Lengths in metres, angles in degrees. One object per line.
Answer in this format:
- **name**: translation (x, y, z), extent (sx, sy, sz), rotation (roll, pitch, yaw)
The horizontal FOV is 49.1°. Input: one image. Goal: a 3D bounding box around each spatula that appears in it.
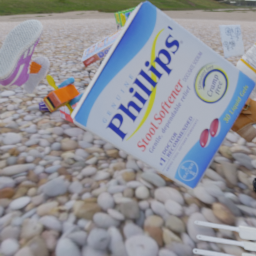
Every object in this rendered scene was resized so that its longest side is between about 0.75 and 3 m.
- **spatula**: translation (2.286, 2.582, 6.343), extent (1.586, 0.127, 1.103), rotation (5, 34, 12)

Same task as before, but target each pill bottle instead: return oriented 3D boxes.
- **pill bottle**: translation (3.946, -1.833, 7.934), extent (1.271, 2.254, 1.271), rotation (33, 26, -18)

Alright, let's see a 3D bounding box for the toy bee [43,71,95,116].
- **toy bee**: translation (-1.647, -0.793, 7.675), extent (1.117, 1.345, 2.054), rotation (-31, -13, 32)

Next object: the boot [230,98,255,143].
- **boot**: translation (3.265, -0.569, 7.330), extent (1.275, 1.643, 0.630), rotation (49, 12, 17)

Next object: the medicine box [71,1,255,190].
- **medicine box**: translation (0.668, -0.593, 6.057), extent (2.893, 2.635, 1.489), rotation (31, 0, -15)

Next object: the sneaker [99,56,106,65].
- **sneaker**: translation (-0.373, -2.522, 10.948), extent (1.209, 0.781, 2.229), rotation (-43, 30, 2)

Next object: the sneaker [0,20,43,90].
- **sneaker**: translation (-3.500, -2.352, 9.243), extent (0.858, 1.351, 2.369), rotation (28, 75, 12)

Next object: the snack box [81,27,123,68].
- **snack box**: translation (-0.573, -3.442, 11.186), extent (2.926, 0.356, 1.052), rotation (-24, 37, 21)

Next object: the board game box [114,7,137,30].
- **board game box**: translation (0.424, -4.112, 12.965), extent (1.791, 2.661, 0.387), rotation (-32, 31, -33)

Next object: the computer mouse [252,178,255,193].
- **computer mouse**: translation (4.554, 1.652, 7.772), extent (2.165, 0.498, 1.520), rotation (-20, 32, -20)

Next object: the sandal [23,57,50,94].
- **sandal**: translation (-3.439, -2.023, 10.553), extent (0.641, 1.672, 0.479), rotation (38, 28, -5)

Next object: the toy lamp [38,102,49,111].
- **toy lamp**: translation (-3.138, -1.140, 12.996), extent (1.947, 0.567, 0.567), rotation (-12, 30, -26)

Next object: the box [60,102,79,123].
- **box**: translation (-1.940, -0.745, 11.760), extent (1.906, 0.978, 0.902), rotation (19, 33, 34)

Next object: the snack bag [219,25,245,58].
- **snack bag**: translation (3.277, -2.726, 8.816), extent (0.979, 1.039, 0.111), rotation (-13, 3, -29)
